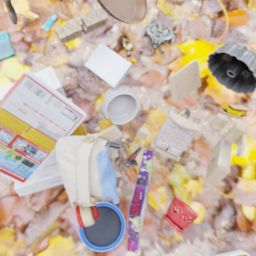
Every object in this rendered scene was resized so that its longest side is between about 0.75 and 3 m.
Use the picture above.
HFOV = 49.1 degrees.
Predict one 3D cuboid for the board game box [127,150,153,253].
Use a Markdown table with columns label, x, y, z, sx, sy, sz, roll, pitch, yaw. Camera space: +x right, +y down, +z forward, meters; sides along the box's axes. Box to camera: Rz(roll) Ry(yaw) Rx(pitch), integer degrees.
| label | x | y | z | sx | sy | sz | roll | pitch | yaw |
| --- | --- | --- | --- | --- | --- | --- | --- | --- | --- |
| board game box | 0.356 | 1.894 | 7.622 | 0.390 | 1.451 | 2.417 | 4 | 34 | 11 |

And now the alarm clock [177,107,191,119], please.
| label | x | y | z | sx | sy | sz | roll | pitch | yaw |
| --- | --- | --- | --- | --- | --- | --- | --- | --- | --- |
| alarm clock | 1.707 | -0.324 | 9.010 | 0.273 | 0.552 | 0.819 | 50 | 60 | -9 |

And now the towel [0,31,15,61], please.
| label | x | y | z | sx | sy | sz | roll | pitch | yaw |
| --- | --- | --- | --- | --- | --- | --- | --- | --- | --- |
| towel | -5.861 | -3.338 | 11.969 | 1.823 | 0.198 | 1.337 | -21 | 71 | -7 |

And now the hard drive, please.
| label | x | y | z | sx | sy | sz | roll | pitch | yaw |
| --- | --- | --- | --- | --- | --- | --- | --- | --- | --- |
| hard drive | -0.611 | -1.900 | 8.546 | 1.319 | 0.173 | 0.870 | 39 | 95 | 22 |

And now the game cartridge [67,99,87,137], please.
| label | x | y | z | sx | sy | sz | roll | pitch | yaw |
| --- | --- | --- | --- | --- | --- | --- | --- | --- | --- |
| game cartridge | -2.580 | -0.074 | 8.276 | 2.386 | 2.104 | 0.387 | -5 | 61 | 3 |

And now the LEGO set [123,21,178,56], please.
| label | x | y | z | sx | sy | sz | roll | pitch | yaw |
| --- | --- | --- | --- | --- | --- | --- | --- | --- | --- |
| LEGO set | 1.001 | -3.851 | 11.876 | 2.505 | 0.710 | 1.627 | -36 | 74 | -12 |

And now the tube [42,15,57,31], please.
| label | x | y | z | sx | sy | sz | roll | pitch | yaw |
| --- | --- | --- | --- | --- | --- | --- | --- | --- | --- |
| tube | -3.473 | -4.683 | 12.460 | 0.316 | 0.206 | 0.817 | 33 | 78 | 12 |

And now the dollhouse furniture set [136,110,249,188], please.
| label | x | y | z | sx | sy | sz | roll | pitch | yaw |
| --- | --- | --- | --- | --- | --- | --- | --- | --- | --- |
| dollhouse furniture set | 1.472 | 0.352 | 7.318 | 2.414 | 2.059 | 1.179 | 26 | 45 | 2 |

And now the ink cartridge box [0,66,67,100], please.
| label | x | y | z | sx | sy | sz | roll | pitch | yaw |
| --- | --- | --- | --- | --- | --- | --- | --- | --- | --- |
| ink cartridge box | -3.532 | -1.011 | 10.331 | 2.352 | 1.700 | 0.996 | -27 | 73 | -9 |

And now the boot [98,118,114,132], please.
| label | x | y | z | sx | sy | sz | roll | pitch | yaw |
| --- | --- | --- | --- | --- | --- | --- | --- | --- | --- |
| boot | -0.760 | 0.117 | 8.103 | 0.873 | 0.307 | 0.625 | -33 | 107 | -32 |

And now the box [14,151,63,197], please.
| label | x | y | z | sx | sy | sz | roll | pitch | yaw |
| --- | --- | --- | --- | --- | --- | --- | --- | --- | --- |
| box | -2.830 | 0.836 | 9.677 | 2.066 | 0.545 | 2.650 | -16 | 47 | -6 |

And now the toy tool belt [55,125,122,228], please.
| label | x | y | z | sx | sy | sz | roll | pitch | yaw |
| --- | --- | --- | --- | --- | --- | --- | --- | --- | --- |
| toy tool belt | -0.717 | 1.251 | 6.881 | 1.586 | 2.581 | 1.611 | -15 | 26 | -7 |

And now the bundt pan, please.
| label | x | y | z | sx | sy | sz | roll | pitch | yaw |
| --- | --- | --- | --- | --- | --- | --- | --- | --- | --- |
| bundt pan | 3.116 | -1.752 | 8.014 | 1.679 | 1.679 | 0.630 | 40 | 80 | 13 |

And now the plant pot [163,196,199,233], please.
| label | x | y | z | sx | sy | sz | roll | pitch | yaw |
| --- | --- | --- | --- | --- | --- | --- | --- | --- | --- |
| plant pot | 1.333 | 2.280 | 7.307 | 0.758 | 0.758 | 0.690 | 41 | 88 | 13 |

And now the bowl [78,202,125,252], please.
| label | x | y | z | sx | sy | sz | roll | pitch | yaw |
| --- | --- | --- | --- | --- | --- | --- | --- | --- | --- |
| bowl | -0.888 | 3.343 | 9.523 | 1.599 | 0.314 | 1.599 | 0 | 70 | 0 |

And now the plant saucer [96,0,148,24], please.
| label | x | y | z | sx | sy | sz | roll | pitch | yaw |
| --- | --- | --- | --- | --- | --- | --- | --- | --- | --- |
| plant saucer | -0.338 | -4.122 | 8.535 | 2.262 | 0.414 | 2.262 | 17 | 64 | -38 |

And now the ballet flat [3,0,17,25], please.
| label | x | y | z | sx | sy | sz | roll | pitch | yaw |
| --- | --- | --- | --- | --- | --- | --- | --- | --- | --- |
| ballet flat | -3.310 | -3.304 | 7.823 | 0.197 | 0.849 | 0.286 | -1 | 41 | 6 |

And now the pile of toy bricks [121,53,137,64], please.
| label | x | y | z | sx | sy | sz | roll | pitch | yaw |
| --- | --- | --- | --- | --- | --- | --- | --- | --- | --- |
| pile of toy bricks | -0.167 | -2.066 | 8.713 | 0.838 | 0.414 | 0.465 | -29 | 82 | -8 |

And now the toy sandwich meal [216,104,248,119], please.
| label | x | y | z | sx | sy | sz | roll | pitch | yaw |
| --- | --- | --- | --- | --- | --- | --- | --- | --- | --- |
| toy sandwich meal | 3.073 | -0.531 | 8.266 | 0.931 | 0.931 | 0.319 | 18 | 108 | 6 |

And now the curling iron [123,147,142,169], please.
| label | x | y | z | sx | sy | sz | roll | pitch | yaw |
| --- | --- | --- | --- | --- | --- | --- | --- | --- | --- |
| curling iron | 0.162 | 0.680 | 6.421 | 0.300 | 1.210 | 0.155 | 11 | 106 | 11 |

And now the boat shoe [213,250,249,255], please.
| label | x | y | z | sx | sy | sz | roll | pitch | yaw |
| --- | --- | --- | --- | --- | --- | --- | --- | --- | --- |
| boat shoe | 3.147 | 4.360 | 8.954 | 1.634 | 0.697 | 0.604 | -13 | 71 | -5 |

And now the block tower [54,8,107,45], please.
| label | x | y | z | sx | sy | sz | roll | pitch | yaw |
| --- | --- | --- | --- | --- | --- | --- | --- | --- | --- |
| block tower | -1.263 | -2.752 | 7.575 | 1.404 | 0.379 | 0.406 | -28 | 82 | -14 |

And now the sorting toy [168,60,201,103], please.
| label | x | y | z | sx | sy | sz | roll | pitch | yaw |
| --- | --- | --- | --- | --- | --- | --- | --- | --- | --- |
| sorting toy | 1.866 | -1.526 | 9.268 | 1.187 | 1.099 | 0.217 | -33 | 43 | -15 |

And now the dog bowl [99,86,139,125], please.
| label | x | y | z | sx | sy | sz | roll | pitch | yaw |
| --- | --- | --- | --- | --- | --- | --- | --- | --- | --- |
| dog bowl | -0.246 | -0.671 | 8.874 | 1.299 | 1.299 | 0.381 | -23 | 37 | -8 |

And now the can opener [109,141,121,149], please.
| label | x | y | z | sx | sy | sz | roll | pitch | yaw |
| --- | --- | --- | --- | --- | --- | --- | --- | --- | --- |
| can opener | -0.572 | 0.463 | 7.866 | 0.820 | 0.273 | 0.216 | 11 | 48 | -38 |

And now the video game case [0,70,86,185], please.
| label | x | y | z | sx | sy | sz | roll | pitch | yaw |
| --- | --- | --- | --- | --- | --- | --- | --- | --- | --- |
| video game case | -2.493 | 0.104 | 6.785 | 2.529 | 1.808 | 0.221 | -47 | 34 | 6 |
